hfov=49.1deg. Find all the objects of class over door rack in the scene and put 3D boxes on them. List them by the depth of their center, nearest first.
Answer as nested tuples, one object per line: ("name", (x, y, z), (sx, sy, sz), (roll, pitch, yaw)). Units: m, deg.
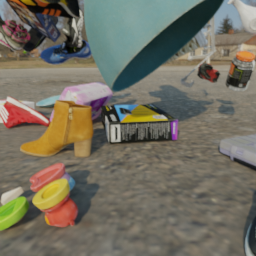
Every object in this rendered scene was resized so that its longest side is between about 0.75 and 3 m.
("over door rack", (2.299, -3.030, 9.879), (0.894, 1.983, 2.684), (14, 49, 32))

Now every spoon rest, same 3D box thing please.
("spoon rest", (2.939, -2.787, 6.874), (1.198, 0.595, 0.363), (36, 36, -15))

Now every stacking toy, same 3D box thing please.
("stacking toy", (-1.223, 1.069, 3.879), (1.117, 0.521, 1.234), (-29, 16, -6))

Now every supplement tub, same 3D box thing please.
("supplement tub", (3.179, -1.595, 7.913), (0.622, 1.015, 0.622), (2, 40, -1))

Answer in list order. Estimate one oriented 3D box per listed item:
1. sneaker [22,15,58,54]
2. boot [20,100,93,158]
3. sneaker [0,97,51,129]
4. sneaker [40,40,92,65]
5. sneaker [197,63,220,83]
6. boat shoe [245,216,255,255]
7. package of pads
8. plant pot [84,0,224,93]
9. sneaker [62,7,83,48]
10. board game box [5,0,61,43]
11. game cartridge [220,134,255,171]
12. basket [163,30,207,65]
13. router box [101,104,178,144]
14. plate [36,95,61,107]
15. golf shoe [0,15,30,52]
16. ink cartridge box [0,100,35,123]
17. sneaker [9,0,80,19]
("sneaker", (-2.952, -3.112, 9.199), (1.612, 0.578, 0.667), (-50, 13, -9))
("boot", (-1.559, -0.007, 6.050), (1.674, 1.198, 0.589), (2, 14, 8))
("sneaker", (-3.139, -0.230, 8.442), (1.488, 0.860, 0.583), (30, -7, -2))
("sneaker", (-2.199, -2.727, 9.714), (1.905, 0.748, 0.849), (-9, -10, 11))
("sneaker", (2.646, -1.939, 9.694), (0.695, 0.503, 1.423), (28, 12, 33))
("boat shoe", (2.040, 0.963, 3.415), (0.813, 0.649, 2.151), (11, 18, 37))
("package of pads", (-1.386, -0.713, 8.576), (0.762, 1.213, 2.014), (42, 26, 8))
("plant pot", (0.197, -2.245, 5.479), (2.709, 1.825, 2.709), (-38, -3, -3))
("sneaker", (-1.768, -3.162, 8.797), (0.629, 1.391, 0.462), (-23, 46, -35))
("board game box", (-2.576, -3.069, 7.170), (1.279, 0.327, 1.888), (34, -7, 10))
("game cartridge", (3.096, 0.608, 5.335), (1.522, 0.451, 2.348), (-11, 18, -22))
("basket", (0.953, -2.776, 7.130), (1.236, 2.003, 1.358), (-27, 20, 16))
("router box", (0.187, -0.191, 7.917), (1.745, 0.597, 2.339), (-3, 15, -10))
("plate", (-3.168, -1.113, 11.890), (1.445, 0.185, 1.445), (-11, 19, 4))
("golf shoe", (-3.452, -2.585, 7.019), (0.838, 1.820, 0.661), (-28, 38, 36))
("ink cartridge box", (-3.955, -0.561, 9.333), (1.433, 0.598, 1.040), (9, 16, 31))
("sneaker", (-1.744, -2.756, 5.994), (0.883, 0.686, 1.963), (-5, 10, 15))
